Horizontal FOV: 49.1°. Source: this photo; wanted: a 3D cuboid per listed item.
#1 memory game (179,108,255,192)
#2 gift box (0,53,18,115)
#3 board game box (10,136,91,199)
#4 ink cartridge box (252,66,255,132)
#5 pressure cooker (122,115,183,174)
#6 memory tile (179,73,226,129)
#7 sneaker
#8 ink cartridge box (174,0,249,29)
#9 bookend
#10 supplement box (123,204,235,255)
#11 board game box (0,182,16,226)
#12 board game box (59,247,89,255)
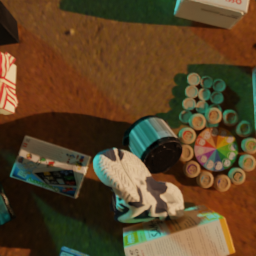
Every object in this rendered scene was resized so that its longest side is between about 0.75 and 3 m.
[{"bbox_3d":[2.522,0.585,7.890,2.376,0.151,2.376,0,87,-3],"label":"memory game"},{"bbox_3d":[-3.925,-1.227,7.513,1.698,1.818,1.678,-5,82,12],"label":"gift box"},{"bbox_3d":[-2.151,1.084,7.833,1.922,0.333,1.213,18,83,2],"label":"board game box"},{"bbox_3d":[4.981,-0.725,7.923,2.673,0.670,2.168,0,83,2],"label":"ink cartridge box"},{"bbox_3d":[0.633,0.350,7.388,1.248,1.229,1.397,-45,45,12],"label":"pressure cooker"},{"bbox_3d":[2.185,-0.772,8.185,1.177,0.129,1.536,13,82,1],"label":"memory tile"},{"bbox_3d":[-0.138,1.640,6.886,1.815,2.790,1.114,-31,44,33],"label":"sneaker"},{"bbox_3d":[2.544,-4.419,8.146,1.844,1.070,2.555,13,82,-2],"label":"ink cartridge box"},{"bbox_3d":[-4.094,-2.880,7.741,1.570,1.560,0.723,-9,83,0],"label":"bookend"},{"bbox_3d":[1.127,2.775,6.981,2.408,1.517,0.885,-16,87,-4],"label":"supplement box"},{"bbox_3d":[-4.418,1.758,7.738,1.707,0.355,2.524,-26,84,-3],"label":"board game box"},{"bbox_3d":[-1.229,3.965,7.491,1.540,0.265,1.042,19,83,2],"label":"board game box"}]
